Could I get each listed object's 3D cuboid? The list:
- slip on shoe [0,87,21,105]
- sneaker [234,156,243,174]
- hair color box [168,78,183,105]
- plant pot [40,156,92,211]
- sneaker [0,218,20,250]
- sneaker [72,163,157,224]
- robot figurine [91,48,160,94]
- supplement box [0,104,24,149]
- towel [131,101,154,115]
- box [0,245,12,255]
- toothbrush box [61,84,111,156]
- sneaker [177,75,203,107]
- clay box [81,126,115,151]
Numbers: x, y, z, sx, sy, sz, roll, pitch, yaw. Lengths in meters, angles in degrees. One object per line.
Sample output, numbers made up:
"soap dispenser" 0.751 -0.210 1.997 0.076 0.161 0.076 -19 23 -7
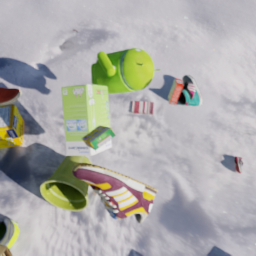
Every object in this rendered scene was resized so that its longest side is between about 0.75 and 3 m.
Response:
"slip on shoe" -6.248 -1.585 13.010 2.469 0.755 0.914 -1 52 -2
"sneaker" 4.409 1.449 11.055 0.281 0.304 0.754 7 53 2
"hair color box" 1.531 -1.167 9.099 0.237 0.773 0.393 11 39 -8
"plant pot" -2.023 1.845 10.095 1.723 1.723 1.584 10 42 7
"sneaker" -4.343 4.002 8.702 0.962 1.054 2.603 7 54 5
"sneaker" -0.412 1.883 7.819 2.784 1.043 1.254 26 79 -27
"robot figurine" -0.183 -2.008 10.064 2.578 2.262 1.491 0 90 40
"supplement box" -5.640 0.054 11.472 2.329 1.276 1.268 -9 55 -5
"towel" 0.669 -0.948 12.935 1.019 0.116 0.734 4 53 3
"box" -3.656 3.211 6.605 2.547 2.082 0.271 5 37 14
"toothbrush box" -1.308 -0.283 9.158 0.930 1.573 2.161 -3 96 20
"sneaker" 2.635 -1.733 13.144 1.121 0.776 1.856 -7 55 -17
"clay box" -0.744 0.217 6.721 0.591 1.028 0.245 -37 105 -15
